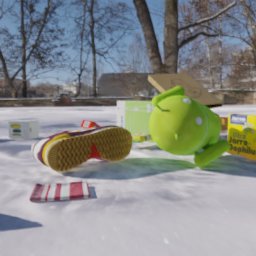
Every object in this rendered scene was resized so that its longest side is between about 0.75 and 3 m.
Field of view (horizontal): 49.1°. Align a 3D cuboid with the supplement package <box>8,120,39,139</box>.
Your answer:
[{"bbox_3d":[-4.438,0.053,11.904,0.994,0.755,0.749,2,7,13],"label":"supplement package"}]

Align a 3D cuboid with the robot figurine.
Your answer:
[{"bbox_3d":[1.531,-0.007,7.463,1.491,2.262,2.578,-40,-25,22],"label":"robot figurine"}]

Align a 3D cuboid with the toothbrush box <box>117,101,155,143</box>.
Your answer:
[{"bbox_3d":[0.621,-0.299,11.385,2.161,1.573,0.930,4,7,37],"label":"toothbrush box"}]

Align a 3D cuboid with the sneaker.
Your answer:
[{"bbox_3d":[-1.137,0.409,7.484,2.784,1.043,1.254,-4,12,-43],"label":"sneaker"}]

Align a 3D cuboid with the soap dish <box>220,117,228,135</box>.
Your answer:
[{"bbox_3d":[4.431,-0.168,13.817,1.491,0.770,1.896,5,7,39],"label":"soap dish"}]

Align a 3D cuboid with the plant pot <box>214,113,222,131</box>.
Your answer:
[{"bbox_3d":[2.782,-0.196,11.236,1.723,1.723,1.584,-5,19,-39],"label":"plant pot"}]

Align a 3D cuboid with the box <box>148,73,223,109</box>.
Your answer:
[{"bbox_3d":[2.302,-1.518,11.489,2.082,0.271,2.547,-9,41,-27],"label":"box"}]

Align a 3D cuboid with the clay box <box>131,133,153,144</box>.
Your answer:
[{"bbox_3d":[0.399,0.348,9.790,0.591,0.245,1.028,3,8,37],"label":"clay box"}]

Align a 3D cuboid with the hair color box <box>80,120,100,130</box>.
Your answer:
[{"bbox_3d":[-0.952,0.049,7.940,0.393,0.237,0.773,9,-20,34],"label":"hair color box"}]

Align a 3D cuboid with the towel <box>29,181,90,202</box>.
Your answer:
[{"bbox_3d":[-1.229,1.147,5.123,1.019,0.116,0.734,-1,7,-12],"label":"towel"}]

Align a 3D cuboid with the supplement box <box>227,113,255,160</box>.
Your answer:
[{"bbox_3d":[4.314,0.180,8.481,2.329,1.276,1.268,-2,6,-27],"label":"supplement box"}]
